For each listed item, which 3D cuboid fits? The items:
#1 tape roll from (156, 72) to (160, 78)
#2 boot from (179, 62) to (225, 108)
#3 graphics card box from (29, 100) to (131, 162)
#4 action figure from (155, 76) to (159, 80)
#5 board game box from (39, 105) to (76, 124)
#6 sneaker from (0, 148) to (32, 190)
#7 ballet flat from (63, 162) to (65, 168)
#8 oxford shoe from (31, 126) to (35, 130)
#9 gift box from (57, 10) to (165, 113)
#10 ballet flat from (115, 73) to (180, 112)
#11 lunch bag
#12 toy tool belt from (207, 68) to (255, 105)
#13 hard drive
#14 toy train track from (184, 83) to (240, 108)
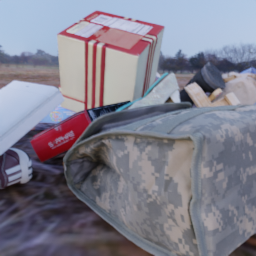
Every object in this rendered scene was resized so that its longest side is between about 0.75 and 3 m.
[{"bbox_3d":[2.421,-4.561,28.089,2.438,2.438,0.445,-9,3,-41],"label":"tape roll"},{"bbox_3d":[1.478,-0.674,7.383,2.157,0.708,1.778,-43,0,27],"label":"boot"},{"bbox_3d":[-0.772,-0.005,5.786,1.343,0.545,2.141,-26,0,23],"label":"graphics card box"},{"bbox_3d":[0.410,-1.039,11.424,1.825,1.642,2.452,29,52,17],"label":"action figure"},{"bbox_3d":[-1.960,-0.685,10.782,2.132,0.516,2.819,3,13,22],"label":"board game box"},{"bbox_3d":[-2.319,0.534,3.976,1.729,0.654,0.999,5,15,26],"label":"sneaker"},{"bbox_3d":[-0.798,0.586,4.069,0.267,0.284,0.787,7,-12,-25],"label":"ballet flat"},{"bbox_3d":[-3.334,-0.112,8.164,0.435,0.454,1.230,9,13,41],"label":"oxford shoe"},{"bbox_3d":[-0.648,-1.842,8.857,2.992,2.794,2.761,21,42,18],"label":"gift box"},{"bbox_3d":[0.543,-0.285,5.614,0.911,0.986,2.923,38,39,7],"label":"ballet flat"},{"bbox_3d":[0.466,0.362,3.211,1.776,1.273,2.165,-11,8,-38],"label":"lunch bag"},{"bbox_3d":[3.265,-0.976,7.766,1.536,2.460,1.512,49,37,11],"label":"toy tool belt"},{"bbox_3d":[-1.891,0.087,3.549,1.287,0.256,1.951,14,50,41],"label":"hard drive"},{"bbox_3d":[1.287,-0.139,5.594,2.614,1.499,0.425,-27,-13,-20],"label":"toy train track"}]
